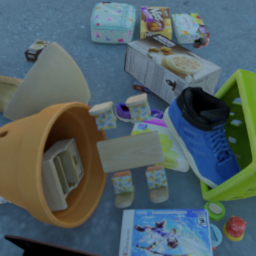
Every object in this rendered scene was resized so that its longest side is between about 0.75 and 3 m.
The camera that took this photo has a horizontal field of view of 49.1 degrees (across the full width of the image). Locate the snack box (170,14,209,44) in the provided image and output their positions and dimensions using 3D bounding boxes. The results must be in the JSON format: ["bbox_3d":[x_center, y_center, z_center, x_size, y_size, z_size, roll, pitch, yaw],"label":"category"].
[{"bbox_3d":[2.719,-4.486,12.580,1.301,0.485,1.829,-6,49,-5],"label":"snack box"}]

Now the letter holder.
[{"bbox_3d":[-1.273,2.762,4.748,2.859,2.032,1.438,5,51,18],"label":"letter holder"}]

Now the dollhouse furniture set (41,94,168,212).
[{"bbox_3d":[-0.522,0.755,6.354,2.605,2.393,1.695,-12,14,8],"label":"dollhouse furniture set"}]

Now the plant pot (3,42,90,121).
[{"bbox_3d":[-2.136,-0.943,8.246,1.716,2.556,2.556,34,48,-16],"label":"plant pot"}]

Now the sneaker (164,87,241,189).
[{"bbox_3d":[2.043,0.240,6.811,1.067,1.546,2.779,-24,71,-25],"label":"sneaker"}]

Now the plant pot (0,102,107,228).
[{"bbox_3d":[-1.930,0.808,6.638,1.934,2.763,2.763,0,46,24],"label":"plant pot"}]

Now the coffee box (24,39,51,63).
[{"bbox_3d":[-3.649,-3.126,11.416,0.600,0.418,1.049,13,50,12],"label":"coffee box"}]

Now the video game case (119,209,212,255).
[{"bbox_3d":[0.783,2.652,5.994,1.956,0.444,1.773,-4,49,12],"label":"video game case"}]

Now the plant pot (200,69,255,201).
[{"bbox_3d":[3.195,0.377,6.773,2.231,2.447,2.459,7,60,-10],"label":"plant pot"}]

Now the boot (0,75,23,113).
[{"bbox_3d":[-4.601,-1.734,9.886,2.905,0.961,2.544,14,63,14],"label":"boot"}]

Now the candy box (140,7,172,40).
[{"bbox_3d":[1.220,-4.644,12.619,1.339,0.648,2.295,2,50,1],"label":"candy box"}]

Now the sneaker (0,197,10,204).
[{"bbox_3d":[-3.281,1.350,7.364,0.854,0.558,1.485,-5,54,-5],"label":"sneaker"}]

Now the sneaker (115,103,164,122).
[{"bbox_3d":[0.357,-0.464,8.866,1.562,0.652,0.630,6,57,6],"label":"sneaker"}]

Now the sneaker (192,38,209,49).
[{"bbox_3d":[2.318,-2.856,9.293,0.363,0.341,0.885,10,4,-17],"label":"sneaker"}]

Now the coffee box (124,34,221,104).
[{"bbox_3d":[1.379,-1.958,9.401,1.619,1.129,2.831,-25,51,-31],"label":"coffee box"}]

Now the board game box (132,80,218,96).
[{"bbox_3d":[1.704,-1.565,10.126,2.771,0.270,1.427,18,52,15],"label":"board game box"}]

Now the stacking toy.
[{"bbox_3d":[2.051,2.203,6.611,1.219,0.515,1.103,-17,51,-15],"label":"stacking toy"}]

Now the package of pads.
[{"bbox_3d":[0.958,0.433,8.091,1.836,0.626,1.419,11,48,10],"label":"package of pads"}]

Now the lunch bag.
[{"bbox_3d":[-0.605,-4.747,12.503,1.972,0.948,2.459,3,48,2],"label":"lunch bag"}]
